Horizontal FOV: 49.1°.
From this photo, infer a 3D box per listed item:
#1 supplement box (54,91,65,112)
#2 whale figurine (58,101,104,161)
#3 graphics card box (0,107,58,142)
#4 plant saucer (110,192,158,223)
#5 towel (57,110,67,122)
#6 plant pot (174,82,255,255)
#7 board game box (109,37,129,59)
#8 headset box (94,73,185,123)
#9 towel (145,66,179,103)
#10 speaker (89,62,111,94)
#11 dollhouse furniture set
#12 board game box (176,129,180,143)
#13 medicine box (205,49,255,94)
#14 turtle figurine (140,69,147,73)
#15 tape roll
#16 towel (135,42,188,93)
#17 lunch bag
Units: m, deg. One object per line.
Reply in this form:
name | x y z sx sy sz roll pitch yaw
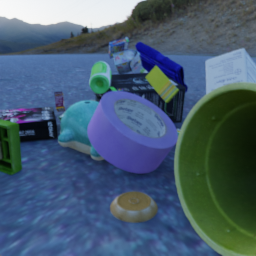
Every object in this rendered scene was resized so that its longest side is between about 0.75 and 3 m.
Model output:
supplement box | -2.888 -1.109 11.831 0.326 0.762 0.421 -8 -16 -6
whale figurine | -1.010 0.017 8.213 2.108 1.375 2.650 -8 22 -23
graphics card box | -3.938 -0.088 9.524 2.899 0.737 1.819 -5 19 -16
plant saucer | 0.117 1.534 5.633 0.963 0.170 0.963 0 19 0
towel | -1.828 -0.424 10.826 1.410 0.216 1.849 12 14 -2
plant pot | 2.671 0.739 4.952 2.575 2.712 2.712 5 14 -29
board game box | -0.364 -3.018 10.638 0.733 0.187 1.084 -19 -7 -8
headset box | 0.215 -1.140 10.629 2.967 1.377 2.584 -6 25 -15
towel | 0.895 -1.177 7.502 0.097 0.463 1.077 18 31 -52
speaker | -0.919 -1.701 9.291 0.695 0.695 1.572 -1 30 -2
dollhouse furniture set | -4.169 0.508 6.891 2.568 1.289 1.683 10 21 28
board game box | 1.800 0.335 9.084 1.054 0.212 0.806 18 26 42
medicine box | 2.960 -0.677 7.473 1.058 2.056 1.873 -10 -23 40
turtle figurine | 1.023 -2.385 14.690 2.079 1.496 2.016 -8 37 -37
tape roll | 0.121 0.059 7.304 2.191 0.931 2.191 23 32 -15
towel | 1.412 -2.583 12.438 0.650 1.938 2.625 -45 59 -6
lunch bag | -0.006 -2.529 10.745 0.993 0.631 0.842 -14 -18 4
